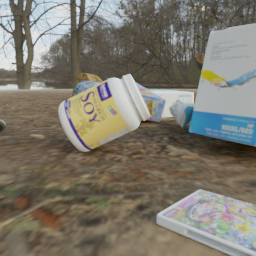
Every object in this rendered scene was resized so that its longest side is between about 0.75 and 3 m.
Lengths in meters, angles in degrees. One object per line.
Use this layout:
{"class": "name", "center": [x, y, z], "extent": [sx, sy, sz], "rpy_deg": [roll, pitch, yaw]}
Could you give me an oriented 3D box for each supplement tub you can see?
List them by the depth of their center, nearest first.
{"class": "supplement tub", "center": [-0.468, -0.320, 5.789], "extent": [1.604, 1.166, 1.166], "rpy_deg": [-26, 8, 7]}

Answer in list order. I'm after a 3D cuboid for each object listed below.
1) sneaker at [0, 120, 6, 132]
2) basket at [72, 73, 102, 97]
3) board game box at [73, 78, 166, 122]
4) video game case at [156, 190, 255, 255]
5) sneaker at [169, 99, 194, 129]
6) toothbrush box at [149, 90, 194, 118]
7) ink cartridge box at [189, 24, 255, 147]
{"class": "sneaker", "center": [-3.205, 0.123, 6.222], "extent": [0.935, 0.350, 0.497], "rpy_deg": [-16, 27, 8]}
{"class": "basket", "center": [-1.517, -1.668, 12.547], "extent": [1.389, 1.331, 1.865], "rpy_deg": [13, 9, -30]}
{"class": "board game box", "center": [-0.124, -1.078, 10.112], "extent": [2.733, 0.843, 2.731], "rpy_deg": [-1, 22, -38]}
{"class": "video game case", "center": [1.088, 0.962, 2.802], "extent": [1.318, 0.119, 0.944], "rpy_deg": [9, 13, 42]}
{"class": "sneaker", "center": [1.569, -0.465, 8.200], "extent": [0.749, 0.709, 1.854], "rpy_deg": [45, 2, 7]}
{"class": "toothbrush box", "center": [1.453, -1.086, 12.054], "extent": [1.745, 1.016, 2.383], "rpy_deg": [-3, 12, -18]}
{"class": "ink cartridge box", "center": [2.579, -0.775, 5.772], "extent": [1.642, 2.230, 1.613], "rpy_deg": [9, 3, -34]}
